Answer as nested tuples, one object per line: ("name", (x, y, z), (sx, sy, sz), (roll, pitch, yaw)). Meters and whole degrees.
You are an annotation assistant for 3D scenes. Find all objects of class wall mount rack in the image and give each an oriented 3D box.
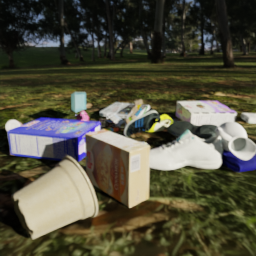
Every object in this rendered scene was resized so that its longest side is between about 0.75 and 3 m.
("wall mount rack", (-0.443, -0.613, 14.102), (1.121, 0.481, 1.290), (-34, 57, -24))

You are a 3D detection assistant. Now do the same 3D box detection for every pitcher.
("pitcher", (3.550, 0.283, 9.882), (1.462, 1.033, 1.704), (35, 16, -9))

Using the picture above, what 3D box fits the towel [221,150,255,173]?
("towel", (4.349, 1.149, 10.020), (1.890, 0.468, 1.396), (-6, 20, -14))

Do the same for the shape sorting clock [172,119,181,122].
("shape sorting clock", (2.914, -0.425, 15.920), (0.985, 0.193, 0.985), (0, 16, 0))

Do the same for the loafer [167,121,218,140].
("loafer", (2.907, 0.322, 12.553), (2.667, 0.839, 0.958), (8, 48, 50))

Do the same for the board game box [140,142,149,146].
("board game box", (0.352, 0.647, 10.936), (0.816, 0.140, 0.549), (4, -12, 24))

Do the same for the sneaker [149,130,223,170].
("sneaker", (1.837, 0.715, 9.871), (2.958, 1.309, 1.113), (-2, 17, -5))

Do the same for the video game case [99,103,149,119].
("video game case", (-0.158, -1.073, 17.391), (2.386, 0.306, 2.624), (6, 19, 19))

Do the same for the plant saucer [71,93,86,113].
("plant saucer", (-2.641, -1.415, 15.060), (0.267, 0.984, 2.816), (0, 7, 3))

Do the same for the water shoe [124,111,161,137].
("water shoe", (0.621, -0.114, 12.507), (1.798, 0.643, 0.709), (-35, 46, 0))

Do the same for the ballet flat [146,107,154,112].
("ballet flat", (1.467, -1.120, 18.068), (0.509, 0.350, 1.512), (-3, 16, -10))

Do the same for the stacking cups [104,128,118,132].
("stacking cups", (-0.844, 0.148, 13.922), (0.840, 0.254, 0.254), (-7, 17, -41))

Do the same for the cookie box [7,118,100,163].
("cookie box", (-2.866, 0.398, 11.351), (2.856, 1.073, 2.443), (5, 15, 14))

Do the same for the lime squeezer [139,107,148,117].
("lime squeezer", (0.547, -0.527, 14.758), (0.276, 1.462, 0.516), (11, 50, -40))

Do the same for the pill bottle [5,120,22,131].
("pill bottle", (-5.258, 0.011, 13.066), (0.645, 0.645, 1.166), (-3, -5, -11))

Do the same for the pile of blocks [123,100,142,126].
("pile of blocks", (0.288, -0.725, 14.436), (0.686, 1.672, 0.520), (33, 8, -12))

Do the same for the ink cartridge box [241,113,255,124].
("ink cartridge box", (7.466, -0.534, 16.109), (1.517, 0.380, 1.221), (5, 16, 1))

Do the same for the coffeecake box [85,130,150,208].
("coffeecake box", (-0.369, 1.073, 8.088), (0.755, 1.587, 2.068), (-13, 21, -39))

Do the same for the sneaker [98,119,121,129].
("sneaker", (-0.974, -0.179, 14.718), (1.282, 0.503, 0.571), (13, 9, 18))

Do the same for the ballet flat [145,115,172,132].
("ballet flat", (1.630, -0.197, 14.281), (0.733, 0.730, 2.186), (28, 28, 25))

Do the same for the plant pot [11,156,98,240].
("plant pot", (-1.756, 1.677, 6.434), (1.484, 1.621, 1.621), (-24, 26, -32))

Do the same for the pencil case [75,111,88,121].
("pencil case", (-2.308, -0.320, 14.422), (0.760, 0.784, 1.675), (14, 14, -19))

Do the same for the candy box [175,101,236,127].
("candy box", (4.162, -0.754, 15.338), (2.537, 0.908, 2.128), (-1, 22, -10))
